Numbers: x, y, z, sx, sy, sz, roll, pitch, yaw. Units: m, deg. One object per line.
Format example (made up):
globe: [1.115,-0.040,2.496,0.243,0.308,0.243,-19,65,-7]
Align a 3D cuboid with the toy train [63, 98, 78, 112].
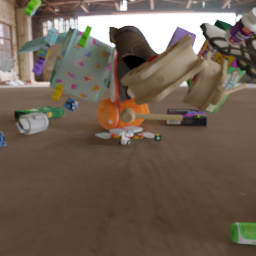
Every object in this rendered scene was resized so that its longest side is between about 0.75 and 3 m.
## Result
toy train: [-2.326,-0.946,11.431,0.373,0.492,0.861,41,-14,-30]

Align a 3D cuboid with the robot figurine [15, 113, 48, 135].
robot figurine: [-4.329,-0.217,12.811,1.345,0.896,1.586,-32,-6,30]

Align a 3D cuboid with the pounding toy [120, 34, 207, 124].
pounding toy: [0.804,-0.958,6.705,2.501,1.434,1.430,-36,16,-1]

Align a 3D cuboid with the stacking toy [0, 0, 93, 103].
stacking toy: [-2.104,-1.970,7.204,1.636,2.170,0.510,28,11,-7]

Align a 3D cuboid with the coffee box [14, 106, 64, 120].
coffee box: [-5.208,-0.845,16.651,1.537,0.550,2.500,9,15,34]

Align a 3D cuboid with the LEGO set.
LEGO set: [0.096,0.158,11.775,2.051,0.674,2.745,-12,16,-32]

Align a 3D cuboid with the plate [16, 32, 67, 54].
plate: [-2.739,-2.969,9.615,2.301,0.294,2.301,-15,16,5]

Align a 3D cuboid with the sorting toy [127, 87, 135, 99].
sorting toy: [0.434,-1.416,9.642,1.330,0.711,1.197,-7,33,51]

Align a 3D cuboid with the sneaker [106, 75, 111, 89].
sneaker: [-0.947,-2.165,11.802,1.253,0.831,2.202,26,4,43]

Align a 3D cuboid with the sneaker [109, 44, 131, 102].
sneaker: [-0.123,-1.668,8.126,0.770,1.880,0.724,3,7,-9]

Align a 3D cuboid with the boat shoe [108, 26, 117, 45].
boat shoe: [-0.598,-4.047,12.643,0.609,0.571,1.691,2,37,-15]

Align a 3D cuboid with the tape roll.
tape roll: [1.804,-2.817,10.656,0.803,1.891,1.891,23,12,-3]

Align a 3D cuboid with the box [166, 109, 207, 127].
box: [3.199,-0.623,15.678,2.098,0.530,2.934,2,11,9]

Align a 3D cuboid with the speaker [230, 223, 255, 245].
speaker: [2.158,1.786,4.706,0.787,0.348,0.348,1,12,7]

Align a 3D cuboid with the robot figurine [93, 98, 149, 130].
robot figurine: [-0.343,-0.719,13.687,2.713,1.582,1.952,-8,18,-27]

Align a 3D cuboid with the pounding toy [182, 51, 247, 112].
pounding toy: [2.231,-1.001,7.327,1.183,1.179,2.062,27,41,0]

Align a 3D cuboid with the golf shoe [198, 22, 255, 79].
golf shoe: [3.278,-2.584,8.403,2.438,1.152,0.948,39,28,3]

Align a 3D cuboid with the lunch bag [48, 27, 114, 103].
lunch bag: [-1.398,-1.882,8.727,1.653,1.941,1.183,18,13,-28]

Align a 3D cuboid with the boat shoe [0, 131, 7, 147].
boat shoe: [-4.889,0.384,10.380,0.603,0.739,1.757,-12,18,-23]

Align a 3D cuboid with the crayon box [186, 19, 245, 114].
crayon box: [3.514,-2.453,11.306,0.846,2.903,2.505,11,40,-17]

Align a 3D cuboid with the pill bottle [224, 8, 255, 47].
pill bottle: [2.379,-2.049,5.730,0.418,0.418,0.750,-6,-21,-28]

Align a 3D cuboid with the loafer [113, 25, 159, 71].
loafer: [0.420,-1.581,7.482,0.944,0.918,2.586,-13,-28,33]
